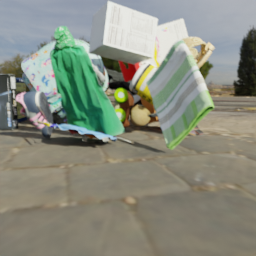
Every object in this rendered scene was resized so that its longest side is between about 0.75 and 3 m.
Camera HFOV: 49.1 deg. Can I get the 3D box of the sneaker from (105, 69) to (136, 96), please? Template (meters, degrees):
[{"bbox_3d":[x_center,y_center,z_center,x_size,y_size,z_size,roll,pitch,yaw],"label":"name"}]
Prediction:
[{"bbox_3d":[-0.376,-2.001,13.153,1.308,0.753,2.507,-9,47,-37],"label":"sneaker"}]

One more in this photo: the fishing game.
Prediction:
[{"bbox_3d":[-1.022,0.182,6.776,2.216,0.345,1.587,13,-1,-34],"label":"fishing game"}]

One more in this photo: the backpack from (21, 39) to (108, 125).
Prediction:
[{"bbox_3d":[-2.204,-1.847,10.080,2.774,2.462,2.088,-33,-25,-9],"label":"backpack"}]

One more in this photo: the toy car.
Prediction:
[{"bbox_3d":[0.276,-0.507,8.293,1.436,1.133,1.180,7,-5,-1],"label":"toy car"}]

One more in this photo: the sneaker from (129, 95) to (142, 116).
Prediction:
[{"bbox_3d":[0.235,-1.109,11.118,0.768,0.661,1.815,26,37,31],"label":"sneaker"}]

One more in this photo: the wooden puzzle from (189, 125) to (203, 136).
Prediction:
[{"bbox_3d":[1.531,-0.255,8.667,0.990,0.117,1.669,3,33,-28],"label":"wooden puzzle"}]

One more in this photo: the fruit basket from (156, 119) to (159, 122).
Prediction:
[{"bbox_3d":[1.093,-0.428,11.546,0.786,0.369,0.728,0,8,-21],"label":"fruit basket"}]

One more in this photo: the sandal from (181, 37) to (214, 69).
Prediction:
[{"bbox_3d":[1.645,-1.993,7.412,0.837,0.933,2.544,42,32,0],"label":"sandal"}]

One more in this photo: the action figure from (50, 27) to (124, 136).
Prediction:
[{"bbox_3d":[-1.151,-1.070,6.891,1.712,2.898,0.793,-1,43,17],"label":"action figure"}]

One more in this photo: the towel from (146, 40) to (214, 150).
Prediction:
[{"bbox_3d":[0.985,-0.744,5.991,0.309,1.501,2.012,9,48,-24],"label":"towel"}]

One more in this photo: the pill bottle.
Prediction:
[{"bbox_3d":[1.006,-1.040,8.059,1.773,0.986,0.986,34,15,8],"label":"pill bottle"}]

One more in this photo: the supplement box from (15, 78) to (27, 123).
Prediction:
[{"bbox_3d":[-5.197,-1.128,11.376,1.778,1.776,1.193,0,8,-1],"label":"supplement box"}]

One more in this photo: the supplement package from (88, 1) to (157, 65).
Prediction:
[{"bbox_3d":[-0.156,-2.517,7.687,1.482,1.117,1.125,7,-2,-28],"label":"supplement package"}]

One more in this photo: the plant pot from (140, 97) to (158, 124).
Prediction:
[{"bbox_3d":[1.019,-1.031,9.886,1.081,1.545,1.545,-17,7,6],"label":"plant pot"}]

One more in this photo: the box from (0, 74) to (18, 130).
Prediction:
[{"bbox_3d":[-4.469,-0.853,9.281,1.469,1.834,0.399,1,8,5],"label":"box"}]

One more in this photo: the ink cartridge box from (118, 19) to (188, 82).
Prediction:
[{"bbox_3d":[0.819,-2.536,9.405,2.392,1.390,0.804,-17,4,3],"label":"ink cartridge box"}]

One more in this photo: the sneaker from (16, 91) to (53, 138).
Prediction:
[{"bbox_3d":[-2.354,-0.325,7.182,0.667,1.626,0.570,1,50,-1],"label":"sneaker"}]
